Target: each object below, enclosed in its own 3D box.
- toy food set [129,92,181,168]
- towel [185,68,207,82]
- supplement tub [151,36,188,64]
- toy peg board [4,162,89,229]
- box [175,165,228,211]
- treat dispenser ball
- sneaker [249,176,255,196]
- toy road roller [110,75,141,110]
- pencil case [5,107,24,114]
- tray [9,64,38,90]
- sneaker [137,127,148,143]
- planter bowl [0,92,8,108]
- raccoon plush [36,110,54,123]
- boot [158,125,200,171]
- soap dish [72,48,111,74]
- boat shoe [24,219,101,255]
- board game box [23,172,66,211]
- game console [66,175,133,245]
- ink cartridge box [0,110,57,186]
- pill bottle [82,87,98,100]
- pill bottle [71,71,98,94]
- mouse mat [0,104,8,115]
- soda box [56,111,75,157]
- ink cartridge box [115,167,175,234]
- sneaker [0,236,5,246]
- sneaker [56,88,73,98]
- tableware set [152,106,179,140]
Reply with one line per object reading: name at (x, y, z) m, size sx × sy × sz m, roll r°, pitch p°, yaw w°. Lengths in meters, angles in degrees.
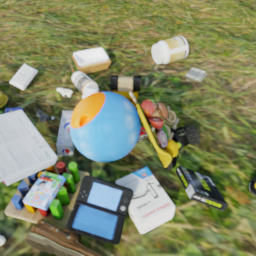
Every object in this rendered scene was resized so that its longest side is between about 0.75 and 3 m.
toy food set at (0.938, -0.128, 8.619) m, size 0.848 × 1.527 × 2.595 m, roll -25°, pitch 81°, yaw 5°
towel at (3.612, -2.826, 14.845) m, size 0.948 × 0.164 × 0.912 m, roll 27°, pitch 51°, yaw 23°
supplement tub at (2.301, -4.259, 15.474) m, size 1.744 × 1.259 × 1.259 m, roll -19°, pitch 49°, yaw -17°
toy peg board at (-2.745, 1.988, 9.495) m, size 2.203 × 1.082 × 2.212 m, roll 11°, pitch 47°, yaw 10°
box at (2.407, 1.974, 9.298) m, size 1.421 × 0.350 × 1.471 m, roll 22°, pitch 22°, yaw -20°
treat dispenser ball at (-0.851, -0.040, 10.429) m, size 2.608 × 2.608 × 2.608 m, roll 0°, pitch 46°, yaw 0°
sneaker at (5.006, 1.671, 9.972) m, size 1.870 × 0.842 × 0.654 m, roll -31°, pitch 53°, yaw -27°
toy road roller at (-0.133, -1.558, 12.998) m, size 1.415 × 1.681 × 2.303 m, roll 2°, pitch 9°, yaw 1°
pencil case at (-4.969, -0.725, 12.219) m, size 0.776 × 0.337 × 0.303 m, roll -4°, pitch 13°, yaw -1°
tray at (-5.197, -2.589, 13.982) m, size 0.777 × 0.160 × 1.447 m, roll 28°, pitch 57°, yaw -8°
sneaker at (0.541, 0.228, 11.436) m, size 0.512 × 0.465 × 1.207 m, roll 49°, pitch 30°, yaw 9°
planter bowl at (-6.694, -1.366, 12.523) m, size 2.255 × 0.939 × 2.255 m, roll -7°, pitch 34°, yaw 5°
raccoon plush at (-3.567, -0.565, 12.018) m, size 0.753 × 0.505 × 0.364 m, roll -14°, pitch 22°, yaw 4°
boot at (2.062, 0.692, 10.946) m, size 1.616 × 0.814 × 2.162 m, roll -2°, pitch 45°, yaw -2°
soap dish at (-2.009, -3.629, 15.226) m, size 1.822 × 0.740 × 1.433 m, roll -17°, pitch 48°, yaw -15°
boat shoe at (-1.755, 3.368, 8.245) m, size 2.512 × 0.904 × 0.854 m, roll 19°, pitch 45°, yaw 11°
board game box at (-2.611, 1.945, 8.761) m, size 0.859 × 0.208 × 1.136 m, roll 7°, pitch 50°, yaw 26°
game console at (-0.809, 2.423, 8.397) m, size 1.654 × 1.455 × 0.963 m, roll 18°, pitch 11°, yaw -3°
ink cartridge box at (-3.944, 0.628, 9.009) m, size 2.422 × 0.525 × 2.378 m, roll -23°, pitch 65°, yaw -43°
pill bottle at (-1.640, -1.050, 12.138) m, size 0.772 × 1.390 × 0.772 m, roll 8°, pitch 17°, yaw -2°
pill bottle at (-2.131, -2.147, 13.609) m, size 0.824 × 0.824 × 1.416 m, roll -27°, pitch 49°, yaw -24°
mouse mat at (-6.416, -0.732, 12.885) m, size 1.478 × 0.056 × 1.189 m, roll 1°, pitch 46°, yaw 2°
soda box at (-2.477, 0.192, 11.509) m, size 0.639 × 0.687 × 2.013 m, roll 2°, pitch 45°, yaw -5°
ink cartridge box at (0.544, 2.377, 9.349) m, size 1.301 × 0.751 × 1.782 m, roll -22°, pitch 50°, yaw -20°
sneaker at (-4.448, 3.314, 8.601) m, size 1.366 × 0.517 × 0.718 m, roll -7°, pitch 46°, yaw -5°
sneaker at (-3.137, -1.711, 13.634) m, size 0.986 × 0.370 × 0.400 m, roll 15°, pitch 90°, yaw 32°
tableware set at (1.492, -0.162, 10.646) m, size 0.909 × 0.276 × 1.375 m, roll 35°, pitch 56°, yaw -12°
